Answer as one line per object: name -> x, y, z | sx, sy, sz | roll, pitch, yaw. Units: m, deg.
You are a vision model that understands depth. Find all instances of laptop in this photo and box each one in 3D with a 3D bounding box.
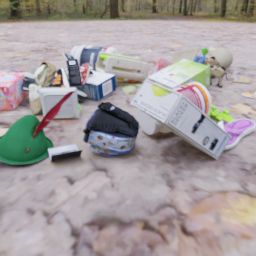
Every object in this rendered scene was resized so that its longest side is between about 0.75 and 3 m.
laptop -> -1.767, 0.613, 7.783 | 0.834, 0.517, 0.891 | -9, 37, -20

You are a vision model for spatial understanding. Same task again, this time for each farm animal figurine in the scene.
farm animal figurine -> 3.620, -3.043, 14.199 | 2.407, 1.499, 2.981 | 2, 26, 4

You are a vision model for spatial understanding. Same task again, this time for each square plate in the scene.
square plate -> -2.430, -0.818, 9.896 | 1.308, 1.320, 0.188 | -1, 39, -3

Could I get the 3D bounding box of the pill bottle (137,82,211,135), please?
pill bottle -> 1.510, -0.615, 9.273 | 2.301, 1.300, 1.300 | -21, 33, -26

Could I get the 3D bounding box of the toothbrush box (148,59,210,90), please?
toothbrush box -> 2.216, -2.023, 12.097 | 2.166, 0.932, 1.577 | -31, 39, -22

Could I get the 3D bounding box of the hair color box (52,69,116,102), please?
hair color box -> -2.044, -2.046, 12.829 | 2.716, 0.822, 1.358 | 16, 36, 29

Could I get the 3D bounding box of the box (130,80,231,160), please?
box -> 1.469, -0.184, 7.513 | 2.589, 0.778, 1.510 | 30, 4, -39

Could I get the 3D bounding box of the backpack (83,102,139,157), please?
backpack -> -0.431, 0.150, 7.973 | 1.434, 1.159, 1.505 | 13, 38, 7

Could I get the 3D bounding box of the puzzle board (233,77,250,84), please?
puzzle board -> 5.973, -2.504, 14.728 | 0.773, 0.089, 1.026 | 10, 27, 22

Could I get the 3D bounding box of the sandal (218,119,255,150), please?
sandal -> 3.226, 0.025, 8.918 | 2.405, 0.591, 0.979 | -23, 33, -39

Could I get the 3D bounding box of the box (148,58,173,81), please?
box -> 1.506, -2.531, 13.145 | 0.639, 1.339, 0.667 | 24, 11, -19

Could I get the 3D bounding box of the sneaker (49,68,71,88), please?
sneaker -> -2.693, -1.588, 10.629 | 0.941, 0.731, 2.091 | -18, 42, -9

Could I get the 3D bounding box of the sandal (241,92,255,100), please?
sandal -> 5.546, -1.452, 12.285 | 1.113, 0.319, 0.426 | 20, 33, 36

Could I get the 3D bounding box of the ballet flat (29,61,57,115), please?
ballet flat -> -3.455, -1.632, 10.867 | 0.804, 0.745, 2.281 | -6, 60, 28

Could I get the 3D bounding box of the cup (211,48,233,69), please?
cup -> 5.229, -3.834, 16.268 | 1.344, 1.344, 0.961 | 20, 47, 35

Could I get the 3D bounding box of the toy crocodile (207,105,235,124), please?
toy crocodile -> 3.221, -0.453, 10.165 | 0.472, 0.431, 1.397 | -46, 44, -12

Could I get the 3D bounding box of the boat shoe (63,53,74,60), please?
boat shoe -> -2.596, -3.090, 12.670 | 0.373, 0.451, 1.206 | -38, 48, 0

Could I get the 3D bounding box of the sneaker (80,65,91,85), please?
sneaker -> -1.787, -2.150, 11.401 | 0.354, 0.835, 0.321 | 17, -8, -8

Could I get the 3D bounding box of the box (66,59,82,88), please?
box -> -2.217, -2.234, 11.470 | 0.490, 0.939, 0.694 | -10, 39, -10

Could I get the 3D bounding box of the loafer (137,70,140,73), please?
loafer -> 0.348, -3.341, 16.190 | 0.960, 0.302, 0.345 | -23, 34, -39

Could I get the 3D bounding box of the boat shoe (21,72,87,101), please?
boat shoe -> -3.128, -1.529, 11.824 | 2.755, 0.831, 1.042 | 19, 5, 6

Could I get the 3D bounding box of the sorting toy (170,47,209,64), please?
sorting toy -> 2.775, -3.353, 14.246 | 2.996, 0.408, 1.687 | 6, 57, 50

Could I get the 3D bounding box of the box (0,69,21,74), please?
box -> -6.428, -2.415, 14.055 | 1.622, 0.495, 2.048 | 21, 33, 37

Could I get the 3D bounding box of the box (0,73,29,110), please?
box -> -5.040, -1.578, 11.747 | 1.095, 1.010, 2.135 | 0, 26, 0

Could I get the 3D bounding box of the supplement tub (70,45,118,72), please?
supplement tub -> -1.804, -3.612, 15.221 | 2.338, 1.641, 1.641 | 11, 28, 20

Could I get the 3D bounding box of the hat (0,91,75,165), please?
hat -> -2.808, -0.210, 7.803 | 1.656, 1.760, 1.999 | 21, 29, 13

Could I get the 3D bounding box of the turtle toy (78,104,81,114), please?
turtle toy -> -2.177, -0.722, 10.605 | 0.855, 0.432, 0.623 | -15, 28, 3

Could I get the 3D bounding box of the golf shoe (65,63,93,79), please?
golf shoe -> -2.138, -2.392, 12.138 | 1.286, 0.467, 0.592 | -18, 60, -7

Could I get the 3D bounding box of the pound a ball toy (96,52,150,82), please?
pound a ball toy -> -0.269, -3.061, 14.333 | 2.827, 1.201, 1.844 | 2, 24, -33

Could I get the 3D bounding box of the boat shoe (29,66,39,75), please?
boat shoe -> -4.108, -2.595, 14.236 | 2.380, 0.796, 0.678 | 25, 23, 33
